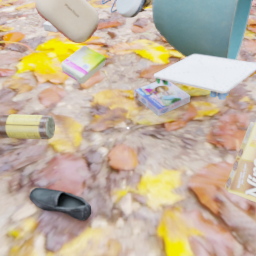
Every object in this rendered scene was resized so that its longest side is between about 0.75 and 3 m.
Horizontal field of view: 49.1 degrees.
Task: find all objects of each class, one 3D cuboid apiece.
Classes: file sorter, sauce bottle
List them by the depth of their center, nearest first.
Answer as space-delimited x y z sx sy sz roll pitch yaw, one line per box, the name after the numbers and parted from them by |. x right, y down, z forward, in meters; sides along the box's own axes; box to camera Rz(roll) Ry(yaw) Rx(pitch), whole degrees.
-2.200 -0.038 5.460 1.487 0.481 0.481 4 42 8 | sauce bottle
-0.669 -4.774 8.833 1.110 1.809 1.255 1 65 51 | file sorter

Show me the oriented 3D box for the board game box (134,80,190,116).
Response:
1.043 -0.984 8.639 1.227 0.253 1.230 -25 47 -25 | board game box

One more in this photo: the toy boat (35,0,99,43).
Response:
-1.344 -2.428 6.042 0.876 1.342 0.877 -56 20 -12 | toy boat

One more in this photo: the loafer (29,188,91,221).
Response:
-1.396 1.468 5.713 1.379 0.484 0.468 14 43 15 | loafer

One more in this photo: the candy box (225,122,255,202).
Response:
1.623 0.440 3.440 0.528 0.914 0.253 20 8 8 | candy box

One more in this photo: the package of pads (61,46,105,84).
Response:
-0.996 -1.416 6.202 0.636 0.281 0.824 33 61 18 | package of pads

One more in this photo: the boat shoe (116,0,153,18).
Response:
0.324 -3.400 7.398 0.781 1.002 2.208 -26 44 32 | boat shoe

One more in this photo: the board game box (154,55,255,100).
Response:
0.917 -0.627 3.266 0.896 0.116 0.896 22 41 38 | board game box

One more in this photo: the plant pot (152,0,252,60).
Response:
1.666 -2.810 6.369 1.910 2.836 2.836 15 44 22 | plant pot

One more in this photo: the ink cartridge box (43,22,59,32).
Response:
-2.892 -4.830 12.904 1.322 0.332 1.524 16 44 17 | ink cartridge box
